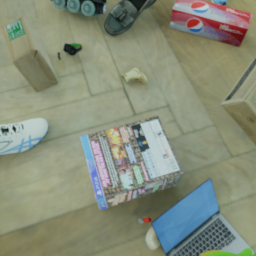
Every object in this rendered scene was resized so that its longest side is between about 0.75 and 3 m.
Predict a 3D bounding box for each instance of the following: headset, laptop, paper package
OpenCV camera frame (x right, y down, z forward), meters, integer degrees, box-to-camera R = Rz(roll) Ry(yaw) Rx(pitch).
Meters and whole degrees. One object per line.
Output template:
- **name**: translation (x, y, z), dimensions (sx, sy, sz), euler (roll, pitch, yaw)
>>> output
- **headset**: translation (-2.195, -2.873, 10.490), dimensions (1.006, 0.473, 0.621), euler (-29, 47, -32)
- **laptop**: translation (1.876, 2.710, 6.806), dimensions (1.904, 1.179, 2.034), euler (-32, 65, -16)
- **paper package**: translation (-3.285, -2.449, 9.392), dimensions (0.940, 1.732, 1.817), euler (-26, 62, -4)

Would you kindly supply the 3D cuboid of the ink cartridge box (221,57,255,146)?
- **ink cartridge box**: translation (3.984, -0.539, 7.575), dimensions (2.440, 0.917, 2.011), euler (45, 72, -15)

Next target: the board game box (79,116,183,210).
- **board game box**: translation (0.033, 0.960, 7.823), dimensions (2.324, 1.126, 1.853), euler (-15, 61, -8)

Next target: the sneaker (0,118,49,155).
- **sneaker**: translation (-3.699, 0.275, 8.333), dimensions (2.653, 0.961, 0.953), euler (-19, 61, -12)

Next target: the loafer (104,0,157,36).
- **loafer**: translation (0.170, -4.814, 10.980), dimensions (1.043, 0.913, 2.904), euler (45, 76, -5)

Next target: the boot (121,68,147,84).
- **boot**: translation (0.219, -1.719, 9.808), dimensions (0.661, 0.310, 0.851), euler (-29, 57, -17)

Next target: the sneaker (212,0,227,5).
- **sneaker**: translation (3.835, -5.772, 11.962), dimensions (0.541, 0.620, 1.380), euler (-11, 61, -6)

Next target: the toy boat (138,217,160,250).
- **toy boat**: translation (0.574, 2.650, 7.199), dimensions (0.684, 0.378, 0.813), euler (-33, 97, -48)

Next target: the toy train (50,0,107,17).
- **toy train**: translation (-1.948, -5.311, 11.139), dimensions (2.463, 1.404, 1.050), euler (19, 23, 12)

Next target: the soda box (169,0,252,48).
- **soda box**: translation (3.145, -4.160, 10.859), dimensions (2.900, 0.920, 1.015), euler (19, 62, 11)

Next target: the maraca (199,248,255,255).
- **maraca**: translation (2.193, 3.325, 6.376), dimensions (1.805, 1.238, 0.966), euler (-14, 18, 1)
